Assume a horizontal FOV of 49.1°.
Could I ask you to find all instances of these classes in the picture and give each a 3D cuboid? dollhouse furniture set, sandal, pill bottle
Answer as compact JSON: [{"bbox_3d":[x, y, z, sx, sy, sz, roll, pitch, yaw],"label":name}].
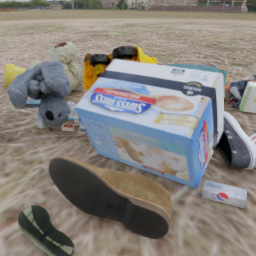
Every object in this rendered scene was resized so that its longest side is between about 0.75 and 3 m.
[{"bbox_3d":[-1.446,-0.170,7.756,0.786,0.554,0.550,4,12,7],"label":"dollhouse furniture set"},{"bbox_3d":[-1.426,1.815,4.730,1.272,0.363,0.505,36,42,28],"label":"sandal"},{"bbox_3d":[2.827,-1.930,11.270,2.308,1.226,1.226,-6,27,-13],"label":"pill bottle"}]

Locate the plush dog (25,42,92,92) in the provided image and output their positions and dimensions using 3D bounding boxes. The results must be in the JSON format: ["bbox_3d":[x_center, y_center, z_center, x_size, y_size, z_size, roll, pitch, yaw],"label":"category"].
[{"bbox_3d":[-2.418,-2.064,11.182,2.518,2.020,2.163,-23,2,33],"label":"plush dog"}]

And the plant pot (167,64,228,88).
[{"bbox_3d":[1.833,-1.008,7.927,1.695,1.360,1.695,8,8,-1],"label":"plant pot"}]

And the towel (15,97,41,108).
[{"bbox_3d":[-3.690,-1.195,11.017,1.304,0.193,1.778,-4,26,-10],"label":"towel"}]

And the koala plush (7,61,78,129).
[{"bbox_3d":[-2.264,-0.836,8.231,1.659,1.871,1.719,-15,34,3],"label":"koala plush"}]

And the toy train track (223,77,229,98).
[{"bbox_3d":[3.337,-1.348,10.245,0.284,1.002,1.747,24,28,7],"label":"toy train track"}]

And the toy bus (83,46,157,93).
[{"bbox_3d":[-0.054,-1.672,9.323,2.254,1.530,2.164,-5,1,34],"label":"toy bus"}]

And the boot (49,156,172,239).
[{"bbox_3d":[-0.316,1.122,5.239,2.408,0.886,0.908,26,31,6],"label":"boot"}]

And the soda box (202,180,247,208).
[{"bbox_3d":[1.939,1.332,5.671,0.830,0.263,0.283,11,42,24],"label":"soda box"}]

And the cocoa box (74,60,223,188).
[{"bbox_3d":[0.560,-0.186,6.501,2.784,1.857,1.827,16,55,29],"label":"cocoa box"}]

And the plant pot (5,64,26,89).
[{"bbox_3d":[-4.755,-2.209,12.180,0.981,1.042,1.042,2,25,-14],"label":"plant pot"}]

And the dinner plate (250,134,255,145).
[{"bbox_3d":[4.227,0.715,7.001,2.401,0.291,2.401,-1,26,0],"label":"dinner plate"}]

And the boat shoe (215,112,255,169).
[{"bbox_3d":[2.494,0.268,7.424,0.791,0.835,2.389,-2,34,-9],"label":"boat shoe"}]

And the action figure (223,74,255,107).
[{"bbox_3d":[4.553,-1.591,10.583,2.003,1.083,2.071,-19,8,33],"label":"action figure"}]

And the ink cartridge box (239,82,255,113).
[{"bbox_3d":[4.644,-0.964,9.509,1.402,1.020,0.336,10,39,8],"label":"ink cartridge box"}]
